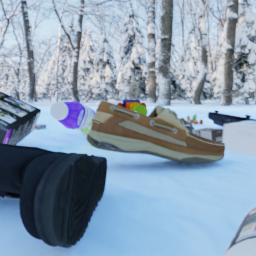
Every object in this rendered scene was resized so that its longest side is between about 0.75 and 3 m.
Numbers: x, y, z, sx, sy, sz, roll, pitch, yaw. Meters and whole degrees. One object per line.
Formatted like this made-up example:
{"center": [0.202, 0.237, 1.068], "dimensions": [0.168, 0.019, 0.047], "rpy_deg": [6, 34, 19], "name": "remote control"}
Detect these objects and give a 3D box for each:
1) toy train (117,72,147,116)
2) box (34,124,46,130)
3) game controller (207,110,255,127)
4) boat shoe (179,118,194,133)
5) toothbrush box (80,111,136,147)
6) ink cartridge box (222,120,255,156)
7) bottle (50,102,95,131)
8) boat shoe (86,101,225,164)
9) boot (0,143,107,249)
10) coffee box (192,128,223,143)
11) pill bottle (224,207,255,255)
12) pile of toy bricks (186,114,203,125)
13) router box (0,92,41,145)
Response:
{"center": [0.186, -0.514, 7.387], "dimensions": [0.826, 1.951, 1.129], "rpy_deg": [-1, 8, -13], "name": "toy train"}
{"center": [-3.860, -0.039, 11.364], "dimensions": [0.862, 0.172, 0.590], "rpy_deg": [2, 6, 22], "name": "box"}
{"center": [4.090, -0.240, 10.276], "dimensions": [1.553, 0.627, 2.978], "rpy_deg": [4, 7, -7], "name": "game controller"}
{"center": [1.452, -0.067, 8.770], "dimensions": [0.885, 0.754, 2.647], "rpy_deg": [4, 7, 33], "name": "boat shoe"}
{"center": [-0.409, 0.036, 6.912], "dimensions": [1.290, 0.555, 0.939], "rpy_deg": [4, 39, 49], "name": "toothbrush box"}
{"center": [2.989, 0.210, 6.486], "dimensions": [1.440, 0.606, 1.041], "rpy_deg": [-6, 13, -43], "name": "ink cartridge box"}
{"center": [-1.675, -0.377, 8.694], "dimensions": [0.680, 0.870, 2.082], "rpy_deg": [15, -2, 15], "name": "bottle"}
{"center": [0.584, 0.070, 5.052], "dimensions": [2.563, 0.947, 0.970], "rpy_deg": [10, -3, -16], "name": "boat shoe"}
{"center": [-1.140, 0.536, 2.787], "dimensions": [1.640, 0.746, 1.952], "rpy_deg": [4, -1, 4], "name": "boot"}
{"center": [2.254, 0.209, 7.815], "dimensions": [0.494, 0.349, 0.874], "rpy_deg": [-7, 5, -19], "name": "coffee box"}
{"center": [0.801, 0.785, 1.503], "dimensions": [0.551, 0.551, 0.947], "rpy_deg": [4, 6, 33], "name": "pill bottle"}
{"center": [3.258, -0.441, 13.676], "dimensions": [0.561, 0.500, 1.012], "rpy_deg": [-2, 6, -15], "name": "pile of toy bricks"}
{"center": [-3.757, -0.521, 6.405], "dimensions": [2.900, 0.740, 2.163], "rpy_deg": [24, 13, -6], "name": "router box"}
